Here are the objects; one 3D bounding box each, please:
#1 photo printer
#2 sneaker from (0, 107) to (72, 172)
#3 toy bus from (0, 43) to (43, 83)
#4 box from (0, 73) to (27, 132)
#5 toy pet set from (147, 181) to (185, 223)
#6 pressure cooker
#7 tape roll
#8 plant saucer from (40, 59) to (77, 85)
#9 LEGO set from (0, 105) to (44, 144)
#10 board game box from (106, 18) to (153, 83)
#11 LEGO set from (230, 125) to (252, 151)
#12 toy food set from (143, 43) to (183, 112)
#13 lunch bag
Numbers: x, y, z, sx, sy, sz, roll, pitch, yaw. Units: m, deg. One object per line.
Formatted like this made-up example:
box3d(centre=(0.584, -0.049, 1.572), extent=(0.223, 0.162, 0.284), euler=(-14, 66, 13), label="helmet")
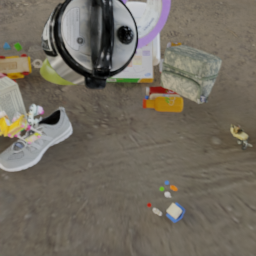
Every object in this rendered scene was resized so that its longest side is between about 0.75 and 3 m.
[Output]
box3d(centre=(0.179, -4.176, 12.293), extent=(2.385, 0.996, 2.867), euler=(1, 76, 1), label="photo printer")
box3d(centre=(-2.719, 0.231, 8.076), extent=(0.934, 1.024, 2.498), euler=(22, 45, 24), label="sneaker")
box3d(centre=(-4.539, -2.433, 11.405), extent=(1.684, 0.870, 1.589), euler=(38, 79, -2), label="toy bus")
box3d(centre=(-4.546, -0.546, 8.689), extent=(1.226, 1.439, 2.251), euler=(31, 49, 32), label="box")
box3d(centre=(0.984, 1.815, 6.653), extent=(0.726, 0.413, 0.778), euler=(35, 77, 35), label="toy pet set")
box3d(centre=(-0.944, -2.311, 7.288), extent=(2.234, 2.200, 2.501), euler=(-45, 20, -16), label="pressure cooker")
box3d(centre=(0.223, -3.808, 9.051), extent=(2.402, 2.402, 0.788), euler=(-26, 53, -28), label="tape roll")
box3d(centre=(-2.341, -2.814, 12.181), extent=(2.964, 0.460, 2.964), euler=(1, 40, 0), label="plant saucer")
box3d(centre=(-2.330, -0.011, 6.033), extent=(1.546, 0.575, 0.711), euler=(-6, 59, 41), label="LEGO set")
box3d(centre=(0.037, -3.144, 11.281), extent=(1.968, 0.519, 2.572), euler=(1, 82, 1), label="board game box")
box3d(centre=(4.588, -0.022, 8.582), extent=(2.725, 0.772, 1.770), euler=(-18, 43, -21), label="LEGO set")
box3d(centre=(1.210, -1.711, 9.991), extent=(1.292, 1.371, 2.871), euler=(2, 67, 3), label="toy food set")
box3d(centre=(1.411, -1.238, 6.531), extent=(1.261, 1.058, 0.879), euler=(29, 36, 29), label="lunch bag")
